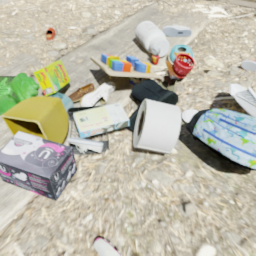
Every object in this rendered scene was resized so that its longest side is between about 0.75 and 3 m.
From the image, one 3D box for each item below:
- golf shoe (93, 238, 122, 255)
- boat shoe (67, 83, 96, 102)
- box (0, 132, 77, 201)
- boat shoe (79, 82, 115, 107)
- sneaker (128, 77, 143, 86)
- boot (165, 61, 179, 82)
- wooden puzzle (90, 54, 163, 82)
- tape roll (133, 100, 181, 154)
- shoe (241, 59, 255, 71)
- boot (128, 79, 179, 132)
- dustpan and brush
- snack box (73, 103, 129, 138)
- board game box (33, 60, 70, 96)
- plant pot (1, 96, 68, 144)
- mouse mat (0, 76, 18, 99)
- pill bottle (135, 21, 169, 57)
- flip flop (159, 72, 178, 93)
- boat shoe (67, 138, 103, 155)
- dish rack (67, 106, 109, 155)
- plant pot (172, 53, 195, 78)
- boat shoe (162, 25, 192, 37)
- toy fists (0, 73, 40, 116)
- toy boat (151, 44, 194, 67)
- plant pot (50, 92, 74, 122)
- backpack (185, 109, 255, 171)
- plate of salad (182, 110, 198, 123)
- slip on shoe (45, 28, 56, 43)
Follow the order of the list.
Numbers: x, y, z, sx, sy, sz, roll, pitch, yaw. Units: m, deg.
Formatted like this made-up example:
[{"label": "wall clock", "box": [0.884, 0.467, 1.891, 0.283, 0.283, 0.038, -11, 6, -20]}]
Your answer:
[{"label": "golf shoe", "box": [-0.367, 3.437, 6.681, 0.817, 0.672, 1.785, -33, 51, -26]}, {"label": "boat shoe", "box": [-1.995, -1.509, 11.735, 1.282, 0.433, 0.461, -27, 54, -10]}, {"label": "box", "box": [-2.846, 1.127, 8.738, 2.056, 1.180, 1.359, 15, 45, 16]}, {"label": "boat shoe", "box": [-1.137, -1.270, 11.760, 0.670, 0.684, 1.932, 40, 56, 14]}, {"label": "sneaker", "box": [0.299, -2.053, 12.751, 0.646, 0.452, 1.118, 3, 40, 13]}, {"label": "boot", "box": [1.859, -2.402, 11.987, 0.788, 0.287, 0.837, -2, 70, -55]}, {"label": "wooden puzzle", "box": [-0.075, -2.744, 12.272, 2.717, 0.629, 2.517, 3, 23, -25]}, {"label": "tape roll", "box": [0.938, -0.030, 9.450, 1.163, 1.694, 1.694, 11, 42, -9]}, {"label": "shoe", "box": [6.262, -3.157, 13.872, 1.396, 0.499, 0.635, 10, 42, 3]}, {"label": "boot", "box": [0.607, -0.969, 11.262, 2.344, 0.895, 1.969, -36, 36, -10]}, {"label": "dustpan and brush", "box": [5.145, -0.726, 10.725, 2.844, 0.814, 1.985, 47, 28, -2]}, {"label": "snack box", "box": [-0.975, -0.295, 10.113, 1.807, 0.335, 1.050, -14, 46, -14]}, {"label": "board game box", "box": [-3.025, -2.064, 11.356, 0.466, 0.994, 1.958, -19, 19, 14]}, {"label": "plant pot", "box": [-2.981, -0.245, 9.726, 1.585, 1.574, 1.621, 8, 45, 23]}, {"label": "mouse mat", "box": [-5.779, -1.558, 12.435, 2.220, 0.104, 2.759, 0, 44, 0]}, {"label": "pill bottle", "box": [1.305, -4.707, 14.939, 1.242, 1.242, 2.172, -14, 45, -15]}, {"label": "flip flop", "box": [1.893, -2.157, 12.682, 0.855, 0.607, 2.108, 16, 45, 16]}, {"label": "boat shoe", "box": [-1.479, 0.652, 9.464, 1.206, 0.514, 0.446, 10, 6, -8]}, {"label": "dish rack", "box": [-1.452, 0.070, 10.333, 1.618, 0.575, 2.109, -5, 44, -3]}, {"label": "plant pot", "box": [2.408, -2.728, 12.531, 0.915, 0.833, 0.915, 8, 56, -12]}, {"label": "boat shoe", "box": [2.859, -5.835, 16.602, 1.747, 0.645, 0.745, 1, 43, -2]}, {"label": "toy fists", "box": [-4.071, -1.014, 10.482, 1.051, 2.061, 0.709, 49, 17, 19]}, {"label": "toy boat", "box": [2.210, -3.571, 13.868, 2.130, 0.990, 1.790, 0, 50, 2]}, {"label": "plant pot", "box": [-2.727, -0.819, 10.986, 0.958, 0.976, 0.956, 17, 45, 17]}, {"label": "backpack", "box": [3.426, 0.334, 8.680, 2.072, 1.953, 2.540, 16, 29, -31]}, {"label": "plate of salad", "box": [2.565, -0.400, 11.066, 0.897, 0.215, 0.897, 2, 46, -2]}, {"label": "slip on shoe", "box": [-4.560, -5.549, 16.414, 0.587, 0.485, 1.584, -5, 42, -3]}]
